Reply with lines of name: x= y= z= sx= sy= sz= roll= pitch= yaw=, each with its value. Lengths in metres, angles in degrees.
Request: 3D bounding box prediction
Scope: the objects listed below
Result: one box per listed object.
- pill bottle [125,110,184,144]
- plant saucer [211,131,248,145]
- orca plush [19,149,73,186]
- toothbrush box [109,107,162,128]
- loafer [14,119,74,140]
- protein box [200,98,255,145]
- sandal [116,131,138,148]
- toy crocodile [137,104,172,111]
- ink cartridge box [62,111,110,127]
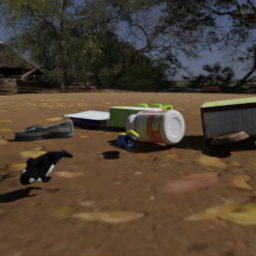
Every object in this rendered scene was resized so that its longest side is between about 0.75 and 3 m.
pill bottle: x=0.909 y=-0.041 z=10.322 sx=1.183 sy=1.183 sz=2.108 roll=-8 pitch=7 yaw=-40
plant saucer: x=3.301 y=0.307 z=9.185 sx=1.177 sy=0.203 sz=1.177 roll=-15 pitch=2 yaw=0
orca plush: x=-1.679 y=0.757 z=5.830 sx=1.204 sy=0.633 sz=0.428 roll=-18 pitch=-19 yaw=-36
toothbrush box: x=0.374 y=-0.505 z=13.605 sx=2.212 sy=0.952 sz=1.611 roll=6 pitch=7 yaw=20
loafer: x=-3.401 y=0.054 z=11.393 sx=2.323 sy=0.731 sz=0.835 roll=-4 pitch=11 yaw=-22
protein box: x=3.981 y=-0.302 z=10.723 sx=2.097 sy=1.415 sz=2.082 roll=-5 pitch=8 yaw=21
sandal: x=-0.129 y=0.435 z=8.893 sx=0.455 sy=0.498 sz=1.145 roll=37 pitch=-25 yaw=-9
toy crocodile: x=1.335 y=-0.893 z=15.943 sx=2.773 sy=0.936 sz=0.856 roll=-5 pitch=6 yaw=-35
ink cartridge box: x=-1.801 y=-0.452 z=14.880 sx=2.441 sy=0.497 sz=2.446 roll=7 pitch=12 yaw=30
